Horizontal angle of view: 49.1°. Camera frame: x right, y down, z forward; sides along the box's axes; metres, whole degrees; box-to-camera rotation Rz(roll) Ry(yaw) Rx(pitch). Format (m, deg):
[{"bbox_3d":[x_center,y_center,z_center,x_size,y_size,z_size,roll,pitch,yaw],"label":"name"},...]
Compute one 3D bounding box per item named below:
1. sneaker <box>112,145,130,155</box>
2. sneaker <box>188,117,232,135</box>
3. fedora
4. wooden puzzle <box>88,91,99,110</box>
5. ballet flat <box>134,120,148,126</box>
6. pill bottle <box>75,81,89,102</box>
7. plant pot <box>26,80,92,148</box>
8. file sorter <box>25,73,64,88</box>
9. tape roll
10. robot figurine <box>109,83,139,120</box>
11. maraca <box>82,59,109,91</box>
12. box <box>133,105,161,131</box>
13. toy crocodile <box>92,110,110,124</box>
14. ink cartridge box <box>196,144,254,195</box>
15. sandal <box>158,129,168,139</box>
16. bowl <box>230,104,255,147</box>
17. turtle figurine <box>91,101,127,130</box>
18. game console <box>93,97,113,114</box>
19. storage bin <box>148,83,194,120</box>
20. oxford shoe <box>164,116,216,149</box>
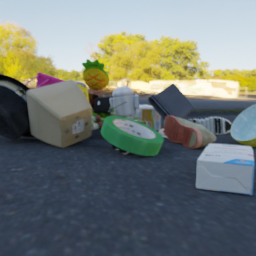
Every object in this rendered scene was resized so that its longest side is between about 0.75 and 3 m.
[{"bbox_3d":[-0.123,0.557,9.765,0.635,0.592,1.602,6,11,-26],"label":"sneaker"},{"bbox_3d":[3.802,-0.104,13.462,2.234,0.839,0.905,3,0,13],"label":"sneaker"},{"bbox_3d":[-4.788,-0.548,10.970,2.976,2.976,1.359,3,34,18],"label":"fedora"},{"bbox_3d":[-2.658,-1.479,16.603,1.748,2.947,0.207,12,45,-2],"label":"wooden puzzle"},{"bbox_3d":[0.183,0.054,12.220,0.803,0.803,2.312,6,10,35],"label":"ballet flat"},{"bbox_3d":[-2.420,-1.148,13.396,1.112,1.985,1.112,-9,-28,-5],"label":"pill bottle"},{"bbox_3d":[-2.441,-0.405,10.628,2.002,2.000,1.773,-22,44,-36],"label":"plant pot"},{"bbox_3d":[-4.117,-1.492,15.392,2.780,1.932,1.743,18,31,3],"label":"file sorter"},{"bbox_3d":[0.136,0.235,9.470,2.095,0.504,2.095,18,16,-5],"label":"tape roll"},{"bbox_3d":[-0.188,-1.162,13.141,1.539,1.815,1.025,-4,9,24],"label":"robot figurine"},{"bbox_3d":[-1.726,-2.771,14.695,1.424,1.111,2.077,1,-36,5],"label":"maraca"},{"bbox_3d":[0.851,-0.563,14.893,1.082,1.201,2.136,-2,9,-16],"label":"box"},{"bbox_3d":[-1.891,-0.511,15.319,2.778,0.858,0.938,-14,4,39],"label":"toy crocodile"},{"bbox_3d":[2.365,0.899,6.704,1.145,0.675,1.989,4,9,23],"label":"ink cartridge box"},{"bbox_3d":[1.771,0.224,12.274,0.548,0.410,1.431,-4,9,-27],"label":"sandal"},{"bbox_3d":[4.967,0.056,10.513,1.021,1.897,1.897,42,-6,-19],"label":"bowl"},{"bbox_3d":[-0.816,-0.454,12.228,1.714,1.272,1.767,0,-20,-22],"label":"turtle figurine"},{"bbox_3d":[-0.854,-0.772,14.917,1.859,1.230,2.114,-3,24,-3],"label":"game console"},{"bbox_3d":[2.059,-1.039,13.106,1.301,1.938,1.410,-39,-5,-5],"label":"storage bin"},{"bbox_3d":[2.319,0.171,11.108,1.035,0.993,2.805,0,18,-21],"label":"oxford shoe"}]
